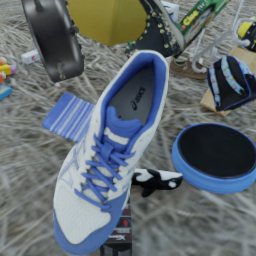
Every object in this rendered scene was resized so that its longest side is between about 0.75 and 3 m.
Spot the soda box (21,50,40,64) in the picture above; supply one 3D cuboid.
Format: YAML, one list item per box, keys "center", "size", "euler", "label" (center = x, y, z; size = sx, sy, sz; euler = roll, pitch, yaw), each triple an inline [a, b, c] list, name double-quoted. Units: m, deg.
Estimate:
- center: [-4.066, -3.122, 12.123]
  size: [0.342, 0.320, 1.005]
  euler: [29, 48, 29]
  label: "soda box"

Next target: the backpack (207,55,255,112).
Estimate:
- center: [2.494, -1.093, 6.733]
  size: [0.800, 1.085, 1.189]
  euler: [-7, 74, -33]
  label: "backpack"

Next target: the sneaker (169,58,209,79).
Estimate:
- center: [2.507, -2.382, 11.008]
  size: [1.736, 0.656, 0.611]
  euler: [8, 42, 10]
  label: "sneaker"

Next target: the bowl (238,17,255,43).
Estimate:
- center: [6.433, -4.952, 13.657]
  size: [1.801, 0.969, 1.801]
  euler: [2, 43, -2]
  label: "bowl"

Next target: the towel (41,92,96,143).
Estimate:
- center: [-0.854, -0.117, 5.992]
  size: [1.626, 0.194, 1.177]
  euler: [23, 45, 1]
  label: "towel"

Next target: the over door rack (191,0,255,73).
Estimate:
- center: [2.840, -3.101, 8.155]
  size: [0.891, 1.977, 2.676]
  euler: [17, 72, -18]
  label: "over door rack"

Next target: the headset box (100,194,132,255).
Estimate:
- center: [-0.255, 1.864, 5.702]
  size: [0.589, 1.167, 1.570]
  euler: [-1, 40, -3]
  label: "headset box"

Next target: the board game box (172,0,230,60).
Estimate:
- center: [2.018, -3.027, 7.303]
  size: [0.322, 2.741, 1.436]
  euler: [46, 14, 12]
  label: "board game box"

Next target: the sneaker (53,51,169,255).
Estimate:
- center: [-0.300, 0.273, 3.739]
  size: [1.096, 1.283, 2.911]
  euler: [21, 80, 2]
  label: "sneaker"

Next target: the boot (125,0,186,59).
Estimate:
- center: [0.361, -2.045, 6.022]
  size: [1.186, 0.567, 1.570]
  euler: [-34, 84, 3]
  label: "boot"

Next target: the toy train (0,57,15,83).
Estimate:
- center: [-5.636, -2.301, 10.493]
  size: [2.965, 0.825, 2.227]
  euler: [18, 33, 19]
  label: "toy train"

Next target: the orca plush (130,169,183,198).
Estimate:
- center: [0.366, 1.329, 6.727]
  size: [1.814, 0.954, 0.645]
  euler: [9, 75, -7]
  label: "orca plush"

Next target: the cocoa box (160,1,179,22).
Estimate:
- center: [1.923, -6.307, 15.355]
  size: [1.385, 0.909, 0.924]
  euler: [32, 50, 31]
  label: "cocoa box"

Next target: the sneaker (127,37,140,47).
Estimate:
- center: [0.644, -3.690, 12.332]
  size: [1.247, 0.863, 2.065]
  euler: [-22, 37, -30]
  label: "sneaker"

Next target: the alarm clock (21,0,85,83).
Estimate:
- center: [-1.601, -2.067, 6.292]
  size: [0.926, 1.876, 2.781]
  euler: [-19, 22, -9]
  label: "alarm clock"

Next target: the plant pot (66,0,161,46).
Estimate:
- center: [-0.441, -3.863, 8.438]
  size: [2.337, 2.390, 2.321]
  euler: [29, 37, 27]
  label: "plant pot"

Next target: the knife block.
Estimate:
- center: [3.699, -2.048, 9.228]
  size: [2.824, 2.479, 0.904]
  euler: [-33, 49, -32]
  label: "knife block"

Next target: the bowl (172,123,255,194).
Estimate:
- center: [2.369, 0.701, 7.598]
  size: [2.324, 0.456, 2.324]
  euler: [0, 41, 0]
  label: "bowl"

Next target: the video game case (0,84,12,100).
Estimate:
- center: [-5.716, -1.266, 10.048]
  size: [2.473, 0.220, 1.770]
  euler: [19, 45, 22]
  label: "video game case"

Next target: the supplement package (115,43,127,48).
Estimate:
- center: [-0.480, -4.335, 13.292]
  size: [0.634, 0.626, 1.045]
  euler: [-25, 47, -26]
  label: "supplement package"
